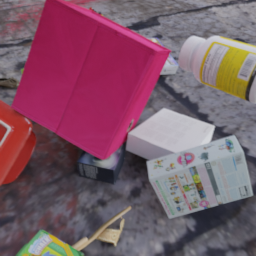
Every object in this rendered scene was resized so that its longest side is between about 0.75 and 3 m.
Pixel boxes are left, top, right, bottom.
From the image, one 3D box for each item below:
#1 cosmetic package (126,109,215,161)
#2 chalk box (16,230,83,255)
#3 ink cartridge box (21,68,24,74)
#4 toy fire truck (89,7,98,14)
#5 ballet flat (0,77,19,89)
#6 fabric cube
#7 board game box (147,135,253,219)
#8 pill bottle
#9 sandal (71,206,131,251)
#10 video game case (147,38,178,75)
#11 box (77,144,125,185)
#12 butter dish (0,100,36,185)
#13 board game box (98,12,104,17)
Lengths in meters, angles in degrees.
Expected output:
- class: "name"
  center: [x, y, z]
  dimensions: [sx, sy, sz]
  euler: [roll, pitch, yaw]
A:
- class: "cosmetic package"
  center: [1.372, 0.296, 8.636]
  dimensions: [1.875, 0.643, 2.487]
  euler: [20, 30, 26]
- class: "chalk box"
  center: [-1.731, 2.848, 5.794]
  dimensions: [1.474, 0.914, 0.920]
  euler: [19, 42, 21]
- class: "ink cartridge box"
  center: [-3.125, -1.536, 10.445]
  dimensions: [0.663, 1.751, 1.294]
  euler: [24, 45, 26]
- class: "toy fire truck"
  center: [-1.401, -4.179, 10.525]
  dimensions: [0.650, 0.922, 0.225]
  euler: [-13, 44, 60]
- class: "ballet flat"
  center: [-5.688, -1.977, 11.988]
  dimensions: [2.032, 0.471, 0.685]
  euler: [3, 40, 3]
- class: "fabric cube"
  center: [-0.846, -1.432, 7.892]
  dimensions: [2.975, 2.966, 2.919]
  euler: [29, 20, 7]
- class: "board game box"
  center: [1.687, 1.209, 6.635]
  dimensions: [2.100, 1.549, 0.675]
  euler: [-19, 33, 11]
- class: "pill bottle"
  center: [2.878, -1.847, 8.268]
  dimensions: [2.635, 1.467, 1.467]
  euler: [31, 49, 33]
- class: "sandal"
  center: [-0.531, 2.573, 6.564]
  dimensions: [1.759, 0.645, 0.578]
  euler: [-29, 79, -21]
- class: "video game case"
  center: [0.834, -3.351, 13.076]
  dimensions: [2.172, 0.544, 2.396]
  euler: [-8, 50, -22]
- class: "box"
  center: [-0.755, 0.942, 8.282]
  dimensions: [1.119, 0.695, 1.128]
  euler: [11, 41, 10]
- class: "butter dish"
  center: [-3.574, 0.556, 8.086]
  dimensions: [2.339, 1.734, 2.345]
  euler: [28, 88, 26]
- class: "board game box"
  center: [-1.050, -3.064, 10.367]
  dimensions: [1.550, 1.875, 0.532]
  euler: [-34, 57, 13]
